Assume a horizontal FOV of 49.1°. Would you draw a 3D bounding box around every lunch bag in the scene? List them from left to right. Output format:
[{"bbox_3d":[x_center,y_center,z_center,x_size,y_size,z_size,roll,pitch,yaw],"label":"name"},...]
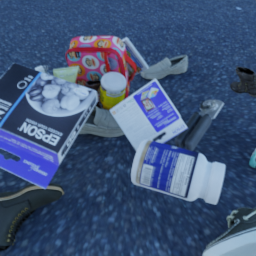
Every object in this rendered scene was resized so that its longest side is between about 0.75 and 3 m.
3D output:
[{"bbox_3d":[-0.868,-2.101,10.442,2.362,2.682,1.099,2,54,11],"label":"lunch bag"}]

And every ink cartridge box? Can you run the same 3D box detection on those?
[{"bbox_3d":[-2.625,-0.222,7.348,2.763,0.605,2.789,20,65,13],"label":"ink cartridge box"},{"bbox_3d":[0.529,-0.239,7.434,1.527,1.541,0.334,-33,-1,15],"label":"ink cartridge box"}]

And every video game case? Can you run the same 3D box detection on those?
[{"bbox_3d":[-0.478,-2.469,10.893,2.093,1.499,0.189,-17,43,32],"label":"video game case"}]

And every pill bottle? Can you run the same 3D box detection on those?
[{"bbox_3d":[-0.575,-1.152,9.989,0.872,1.595,0.872,4,55,-6],"label":"pill bottle"},{"bbox_3d":[1.160,1.045,6.554,1.980,1.146,1.146,15,44,15],"label":"pill bottle"}]

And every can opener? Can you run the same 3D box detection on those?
[{"bbox_3d":[2.377,-0.055,9.116,0.679,0.852,2.547,14,48,35],"label":"can opener"}]

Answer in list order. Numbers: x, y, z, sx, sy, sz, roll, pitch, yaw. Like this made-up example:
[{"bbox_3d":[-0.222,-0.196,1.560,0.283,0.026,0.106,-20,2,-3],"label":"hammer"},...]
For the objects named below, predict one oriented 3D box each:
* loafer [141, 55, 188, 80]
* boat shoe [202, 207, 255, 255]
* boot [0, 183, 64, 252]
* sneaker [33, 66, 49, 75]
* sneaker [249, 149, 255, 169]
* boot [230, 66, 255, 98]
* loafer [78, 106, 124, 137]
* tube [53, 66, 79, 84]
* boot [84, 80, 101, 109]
[{"bbox_3d":[1.664,-2.802,12.766,2.342,0.817,0.819,-18,45,-19],"label":"loafer"},{"bbox_3d":[2.895,2.490,6.785,2.948,1.042,0.939,-13,40,-22],"label":"boat shoe"},{"bbox_3d":[-2.689,2.334,7.167,2.133,0.826,1.475,-16,47,2],"label":"boot"},{"bbox_3d":[-3.238,-1.711,10.884,0.635,1.578,0.603,-30,60,-20],"label":"sneaker"},{"bbox_3d":[4.766,0.761,8.828,2.197,0.852,1.002,-27,52,-25],"label":"sneaker"},{"bbox_3d":[3.664,-1.547,8.914,0.447,1.124,1.292,-50,37,-6],"label":"boot"},{"bbox_3d":[-1.026,-0.256,9.674,2.684,0.936,0.938,-1,56,-11],"label":"loafer"},{"bbox_3d":[-2.271,-1.240,9.884,0.583,2.246,0.652,25,47,4],"label":"tube"},{"bbox_3d":[-1.290,-1.124,10.209,0.593,1.363,1.638,49,29,15],"label":"boot"}]
